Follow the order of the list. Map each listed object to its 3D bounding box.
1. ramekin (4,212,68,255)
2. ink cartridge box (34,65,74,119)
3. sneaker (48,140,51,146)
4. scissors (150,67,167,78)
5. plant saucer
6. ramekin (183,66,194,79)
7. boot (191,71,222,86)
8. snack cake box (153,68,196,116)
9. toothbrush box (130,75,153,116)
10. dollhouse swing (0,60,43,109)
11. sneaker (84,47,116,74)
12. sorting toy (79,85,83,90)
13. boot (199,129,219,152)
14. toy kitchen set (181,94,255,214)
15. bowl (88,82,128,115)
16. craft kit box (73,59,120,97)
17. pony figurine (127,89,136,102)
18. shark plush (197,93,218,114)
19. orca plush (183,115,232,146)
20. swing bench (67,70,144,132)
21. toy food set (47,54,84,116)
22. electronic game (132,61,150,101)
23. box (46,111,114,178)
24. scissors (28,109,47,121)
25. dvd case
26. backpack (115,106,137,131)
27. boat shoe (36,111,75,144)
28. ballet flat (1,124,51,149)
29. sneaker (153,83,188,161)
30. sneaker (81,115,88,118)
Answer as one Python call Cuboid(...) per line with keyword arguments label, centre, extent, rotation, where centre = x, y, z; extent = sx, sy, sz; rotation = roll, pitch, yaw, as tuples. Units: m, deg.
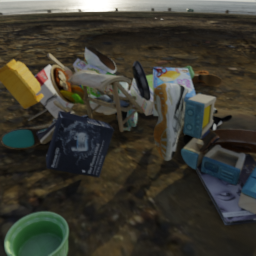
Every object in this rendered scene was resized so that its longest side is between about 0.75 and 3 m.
Cuboid(label="ramekin", centre=(-2.082, 2.733, 6.565), extent=(1.412, 0.689, 1.412), rotation=(0, 30, 0))
Cuboid(label="ink cartridge box", centre=(-3.385, -1.612, 12.575), extent=(0.827, 1.994, 1.464), rotation=(-30, 21, 23))
Cuboid(label="sneaker", centre=(-2.548, 0.616, 10.605), extent=(1.131, 0.400, 0.552), rotation=(19, 33, 28))
Cuboid(label="scissors", centre=(1.152, -2.234, 10.683), extent=(0.452, 0.086, 1.234), rotation=(-39, 30, 11))
Cuboid(label="plant saucer", centre=(3.916, 0.514, 9.637), extent=(2.364, 0.407, 2.364), rotation=(9, -10, 2))
Cuboid(label="ramekin", centre=(3.397, -3.123, 16.638), extent=(1.068, 0.522, 1.068), rotation=(-33, 24, 17))
Cuboid(label="boot", centre=(4.768, -3.049, 16.945), extent=(1.815, 0.696, 1.409), rotation=(4, 25, 22))
Cuboid(label="snack cake box", centre=(1.688, -1.433, 10.743), extent=(1.462, 0.854, 2.542), rotation=(1, 35, 3))
Cuboid(label="toothbrush box", centre=(1.507, -1.731, 13.612), extent=(2.293, 0.987, 1.669), rotation=(-17, 56, -28))
Cuboid(label="dollhouse swing", centre=(-3.007, -1.459, 8.362), extent=(1.175, 1.293, 1.137), rotation=(-13, 30, 42))
Cuboid(label="sneaker", centre=(-1.225, -2.756, 12.170), extent=(0.679, 0.789, 1.864), rotation=(-20, 53, -41))
Cuboid(label="sorting toy", centre=(-2.733, -2.445, 15.721), extent=(2.271, 0.932, 1.364), rotation=(-29, 23, -22))
Cuboid(label="boot", centre=(2.361, 0.390, 8.460), extent=(0.306, 0.820, 0.397), rotation=(-12, 60, -42))
Cuboid(label="toy kitchen set", centre=(2.929, 0.604, 8.132), extent=(2.981, 2.388, 1.756), rotation=(19, 37, 32))
Cuboid(label="bowl", centre=(-0.845, -1.260, 13.061), extent=(2.118, 0.952, 2.118), rotation=(-18, 25, 9))
Cuboid(label="craft kit box", centre=(-1.323, -1.963, 12.442), extent=(1.963, 1.988, 0.482), rotation=(29, 69, 20))
Cuboid(label="pony figurine", centre=(-0.005, -1.535, 13.931), extent=(1.273, 1.098, 1.319), rotation=(28, 29, 19))
Cuboid(label="shark plush", centre=(2.565, -0.896, 11.139), extent=(0.907, 0.990, 2.178), rotation=(-42, 23, 3))
Cuboid(label="orca plush", centre=(3.252, -0.192, 11.381), extent=(2.883, 1.025, 1.517), rotation=(-18, 34, -29))
Cuboid(label="swing bench", centre=(-0.811, -1.190, 10.238), extent=(2.025, 2.036, 1.321), rotation=(21, 56, 44))
Cuboid(label="toy food set", centre=(-2.249, -1.640, 10.454), extent=(0.496, 1.705, 2.470), rotation=(-24, 62, 17))
Cuboid(label="electronic game", centre=(0.496, -1.684, 10.073), extent=(0.307, 1.475, 1.475), rotation=(-19, 32, -5))
Cuboid(label="box", centre=(-1.513, 0.513, 8.634), extent=(1.646, 1.619, 0.967), rotation=(14, 10, -21))
Cuboid(label="scissors", centre=(-3.720, -1.024, 13.640), extent=(2.858, 0.199, 1.045), rotation=(-40, 13, -28))
Cuboid(label="dvd case", centre=(3.466, 1.754, 8.763), extent=(2.163, 0.232, 2.909), rotation=(-3, 30, -6))
Cuboid(label="backpack", centre=(-0.065, -0.432, 11.644), extent=(0.867, 1.152, 1.022), rotation=(5, 59, 4))
Cuboid(label="boat shoe", centre=(-2.534, -0.118, 9.687), extent=(1.543, 0.560, 0.484), rotation=(-43, 74, -1))
Cuboid(label="ballet flat", centre=(-3.677, 0.309, 10.949), extent=(2.352, 0.829, 0.768), rotation=(-8, 9, -22))
Cuboid(label="sneaker", centre=(1.539, -0.170, 9.245), extent=(1.153, 2.630, 0.995), rotation=(-11, 23, -24))
Cuboid(label="sneaker", centre=(-1.936, -0.267, 10.994), extent=(0.441, 0.433, 1.145), rotation=(20, 26, 17))
